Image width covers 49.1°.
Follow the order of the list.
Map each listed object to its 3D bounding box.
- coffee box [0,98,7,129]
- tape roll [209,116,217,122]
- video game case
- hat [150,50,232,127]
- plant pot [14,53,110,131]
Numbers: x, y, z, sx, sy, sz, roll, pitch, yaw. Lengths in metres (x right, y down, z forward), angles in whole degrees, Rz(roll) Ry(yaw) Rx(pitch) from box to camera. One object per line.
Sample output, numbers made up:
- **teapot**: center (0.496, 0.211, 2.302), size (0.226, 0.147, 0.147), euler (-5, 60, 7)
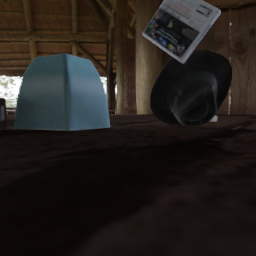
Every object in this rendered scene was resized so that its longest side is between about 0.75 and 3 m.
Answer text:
- **coffee box**: center (-3.779, -0.363, 7.001), size (1.413, 0.799, 0.564), euler (2, 4, 23)
- **tape roll**: center (3.412, -0.443, 13.001), size (1.418, 0.259, 1.418), euler (0, 3, 0)
- **video game case**: center (1.075, -2.214, 5.966), size (0.157, 1.220, 1.342), euler (13, 28, -53)
- **hat**: center (1.745, -0.735, 7.307), size (2.444, 2.444, 0.986), euler (-1, 41, -9)
- **plant pot**: center (-1.670, -0.905, 7.322), size (1.817, 1.851, 1.812), euler (2, 3, 28)
